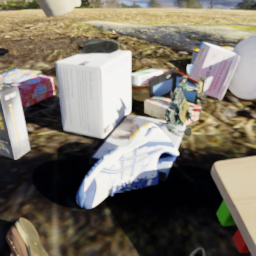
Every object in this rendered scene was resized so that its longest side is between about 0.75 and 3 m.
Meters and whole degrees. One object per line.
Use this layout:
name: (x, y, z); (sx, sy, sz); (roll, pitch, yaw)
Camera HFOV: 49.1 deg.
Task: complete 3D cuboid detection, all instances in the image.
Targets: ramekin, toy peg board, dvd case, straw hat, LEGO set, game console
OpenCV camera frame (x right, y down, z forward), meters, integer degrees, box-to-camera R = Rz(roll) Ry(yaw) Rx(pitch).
ramekin: (4.811, -2.139, 10.258); (1.078, 2.314, 2.314); (1, 24, -30)
toy peg board: (2.848, 1.726, 4.368); (2.538, 1.241, 2.527); (-6, 44, -9)
dvd case: (0.375, 0.379, 7.553); (1.900, 0.234, 2.664); (10, 30, 17)
straw hat: (0.545, -1.435, 10.255); (2.026, 0.857, 2.026); (-3, 24, 1)
LEGO set: (1.473, -0.602, 7.700); (0.718, 1.646, 2.535); (9, 14, 29)
game console: (1.519, -1.144, 9.383); (1.432, 1.661, 0.986); (-25, 70, -3)

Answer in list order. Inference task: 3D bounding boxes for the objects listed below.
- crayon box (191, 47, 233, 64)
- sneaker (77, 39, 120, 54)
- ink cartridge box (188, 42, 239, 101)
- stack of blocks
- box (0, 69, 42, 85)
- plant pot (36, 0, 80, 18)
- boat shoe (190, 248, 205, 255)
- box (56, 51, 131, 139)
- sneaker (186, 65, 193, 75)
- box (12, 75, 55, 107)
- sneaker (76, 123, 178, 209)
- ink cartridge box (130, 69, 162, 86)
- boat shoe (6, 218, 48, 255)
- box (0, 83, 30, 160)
crayon box: (4.869, -3.324, 13.925); (2.302, 0.778, 2.669); (-9, 29, -19)
sneaker: (-0.877, -2.418, 8.171); (1.277, 0.383, 0.666); (-3, 30, 2)
ink cartridge box: (3.035, -2.176, 10.367); (0.954, 1.619, 2.812); (17, 21, 0)
stack of blocks: (1.401, -0.594, 9.134); (0.903, 0.460, 1.569); (-24, 36, -38)
box: (-4.804, -1.917, 11.665); (1.502, 0.414, 2.199); (7, 29, 13)
plant pot: (-3.512, -6.714, 12.976); (2.789, 2.553, 2.789); (-13, 39, 11)
boat shoe: (0.761, 2.204, 3.838); (0.483, 0.513, 1.348); (13, 31, 23)
box: (-0.901, -1.104, 8.325); (1.375, 2.104, 2.093); (10, 28, 19)
sneaker: (3.175, -2.787, 13.292); (0.617, 0.426, 1.109); (5, 21, 27)
box: (-3.492, -1.393, 10.363); (0.691, 0.722, 1.448); (16, 31, 27)
sneaker: (0.073, 0.887, 5.718); (1.063, 0.908, 2.411); (42, 65, 17)
ink cartridge box: (0.290, -1.822, 9.729); (1.164, 0.362, 1.446); (-21, 30, -36)
boat shoe: (-1.569, 2.014, 4.371); (0.433, 0.461, 1.281); (-42, 48, -6)
box: (-3.701, -0.322, 7.211); (2.282, 1.807, 0.552); (14, 31, 23)
